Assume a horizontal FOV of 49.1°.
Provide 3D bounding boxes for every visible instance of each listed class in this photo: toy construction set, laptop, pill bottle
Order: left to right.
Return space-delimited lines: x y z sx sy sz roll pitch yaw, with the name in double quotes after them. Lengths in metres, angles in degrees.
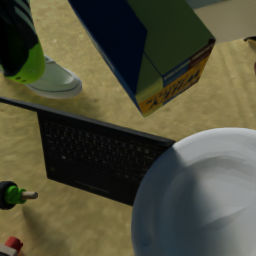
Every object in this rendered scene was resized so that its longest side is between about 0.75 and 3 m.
-3.252 2.093 4.576 2.120 2.301 2.759 -5 61 18 "toy construction set"
-0.458 0.406 3.009 1.735 1.958 1.011 15 38 14 "laptop"
1.200 1.112 2.704 1.386 2.490 1.386 -17 56 27 "pill bottle"

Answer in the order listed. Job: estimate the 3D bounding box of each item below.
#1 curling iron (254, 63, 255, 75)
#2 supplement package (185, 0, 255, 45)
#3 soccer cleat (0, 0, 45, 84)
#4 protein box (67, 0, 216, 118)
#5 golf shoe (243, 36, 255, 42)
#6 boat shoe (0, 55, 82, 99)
2.284 -0.710 4.267 0.714 0.368 2.880 -19 16 32 "curling iron"
1.670 -3.399 6.134 1.995 1.981 2.629 -7 82 22 "supplement package"
-2.303 -2.209 5.106 0.967 1.161 2.865 -19 96 5 "soccer cleat"
0.181 -1.225 4.051 1.126 1.669 1.657 -34 81 2 "protein box"
4.493 -2.980 9.006 1.701 0.666 0.827 9 71 14 "golf shoe"
-2.591 -1.629 7.689 2.795 0.933 1.028 18 56 13 "boat shoe"
